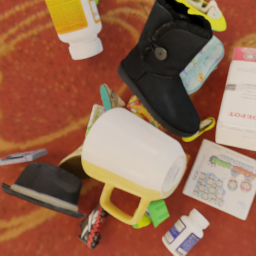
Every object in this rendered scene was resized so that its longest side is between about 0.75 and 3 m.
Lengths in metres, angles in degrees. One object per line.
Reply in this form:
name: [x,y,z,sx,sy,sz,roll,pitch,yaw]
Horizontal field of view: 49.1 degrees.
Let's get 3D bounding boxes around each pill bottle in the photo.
pill bottle: [1.523,2.735,7.320,0.697,0.697,1.165,43,92,8]
pill bottle: [-1.517,-3.216,7.919,1.294,1.294,2.330,-19,118,-4]

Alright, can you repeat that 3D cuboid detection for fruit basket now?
fruit basket: [0.489,2.201,7.477,1.092,1.092,0.788,-21,102,-4]

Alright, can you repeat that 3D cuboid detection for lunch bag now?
lunch bag: [1.639,-2.079,8.163,1.932,0.928,2.408,40,66,-1]

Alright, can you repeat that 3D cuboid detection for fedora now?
fedora: [-1.990,1.499,7.137,2.213,2.213,1.011,18,72,4]

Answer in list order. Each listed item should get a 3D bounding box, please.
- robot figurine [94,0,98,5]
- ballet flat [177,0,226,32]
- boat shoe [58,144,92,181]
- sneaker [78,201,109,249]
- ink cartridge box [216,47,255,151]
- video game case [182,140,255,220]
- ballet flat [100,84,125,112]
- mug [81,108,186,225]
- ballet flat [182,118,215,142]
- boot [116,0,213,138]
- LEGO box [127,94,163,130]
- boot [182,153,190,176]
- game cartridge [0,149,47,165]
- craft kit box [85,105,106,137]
robot figurine: [-1.390,-4.206,9.116,1.048,0.606,0.919,-45,60,-7]
ballet flat: [2.085,-3.418,7.980,1.977,0.663,0.660,24,61,-10]
boat shoe: [-0.884,0.732,7.720,2.393,0.794,0.886,-24,114,24]
sneaker: [-0.959,2.533,7.675,0.666,0.482,1.364,12,73,24]
ink cartridge box: [3.597,-0.747,7.561,1.939,1.129,2.663,12,64,20]
video game case: [2.739,1.460,8.035,1.861,0.220,1.694,23,83,5]
ballet flat: [-0.346,-0.393,7.897,0.656,0.591,1.742,-7,82,-23]
mug: [0.275,0.923,6.894,1.986,2.419,1.937,24,45,31]
ballet flat: [2.091,0.014,8.317,1.121,0.376,0.374,-29,71,-6]
boot: [1.168,-1.310,6.519,2.787,2.342,1.064,47,48,5]
LEGO box: [0.590,-0.581,7.988,1.134,0.438,0.845,44,49,-26]
boot: [1.108,1.138,8.027,0.990,0.487,1.383,34,78,5]
game cartridge: [-2.944,0.802,7.727,1.181,0.766,0.227,-10,92,16]
craft kit box: [-0.659,-0.063,8.208,0.981,0.241,0.994,18,74,-18]
